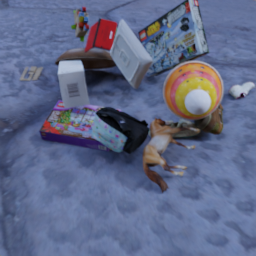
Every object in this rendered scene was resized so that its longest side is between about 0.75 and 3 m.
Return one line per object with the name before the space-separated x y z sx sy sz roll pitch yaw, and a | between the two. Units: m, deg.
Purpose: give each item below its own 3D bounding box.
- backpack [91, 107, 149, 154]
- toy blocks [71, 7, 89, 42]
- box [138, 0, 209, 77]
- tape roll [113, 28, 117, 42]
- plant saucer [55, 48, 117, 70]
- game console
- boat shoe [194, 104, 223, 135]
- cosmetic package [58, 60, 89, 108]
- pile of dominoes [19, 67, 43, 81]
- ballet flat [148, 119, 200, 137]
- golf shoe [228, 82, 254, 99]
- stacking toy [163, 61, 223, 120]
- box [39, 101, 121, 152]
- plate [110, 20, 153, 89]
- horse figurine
backpack | -0.308 0.055 7.677 1.487 0.941 1.241 28 23 17
toy blocks | -1.797 -4.128 10.833 0.637 0.871 1.274 -3 83 -26
box | 1.552 -3.160 10.258 0.543 1.864 2.723 -13 0 -36
tape roll | -0.182 -2.926 10.127 0.452 1.880 1.880 -40 45 8
plant saucer | -1.560 -2.644 10.747 2.453 0.449 2.453 -1 1 0
game console | -0.875 -2.871 8.940 0.877 0.604 1.018 12 75 -4
boat shoe | 2.660 -0.604 9.247 0.791 0.837 2.326 28 43 -9
cosmetic package | -1.803 -1.515 9.218 0.818 1.138 2.017 -9 26 -7
pile of dominoes | -3.994 -2.208 11.632 0.741 0.151 0.950 3 49 3
ballet flat | 1.496 0.004 8.659 1.747 0.545 0.589 -9 40 -11
golf shoe | 4.291 -1.360 10.437 1.154 0.435 0.528 -16 63 -19
stacking toy | 1.738 -0.802 7.094 1.687 1.687 2.309 5 15 5
box | -1.450 -0.115 8.821 2.187 0.428 1.496 9 45 10
plate | -0.024 -1.879 7.463 0.228 1.407 1.410 -28 78 -24
horse figurine | 0.980 0.591 7.583 1.467 0.553 2.214 14 58 22
